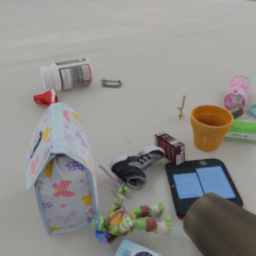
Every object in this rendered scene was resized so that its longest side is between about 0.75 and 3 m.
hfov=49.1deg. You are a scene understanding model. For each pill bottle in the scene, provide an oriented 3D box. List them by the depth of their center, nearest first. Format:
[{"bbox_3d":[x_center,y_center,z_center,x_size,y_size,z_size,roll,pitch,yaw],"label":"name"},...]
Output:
[{"bbox_3d":[-3.077,-2.639,14.012,2.418,1.377,1.377,-15,38,-20],"label":"pill bottle"}]

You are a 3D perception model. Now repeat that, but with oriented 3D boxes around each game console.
[{"bbox_3d":[2.269,1.782,8.668,1.966,0.345,2.223,-2,35,-3],"label":"game console"}]

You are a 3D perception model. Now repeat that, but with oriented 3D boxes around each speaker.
[{"bbox_3d":[4.262,0.060,10.756,1.740,0.770,0.770,7,36,10],"label":"speaker"}]

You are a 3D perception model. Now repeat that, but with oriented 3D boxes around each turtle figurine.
[{"bbox_3d":[0.135,2.024,7.154,1.931,1.991,1.433,10,-12,-18],"label":"turtle figurine"}]

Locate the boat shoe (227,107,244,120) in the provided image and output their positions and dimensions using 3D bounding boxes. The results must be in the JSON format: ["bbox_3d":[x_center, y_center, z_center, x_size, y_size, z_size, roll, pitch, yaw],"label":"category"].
[{"bbox_3d":[4.319,-0.518,11.913,1.284,0.478,0.471,-20,14,-19],"label":"boat shoe"}]

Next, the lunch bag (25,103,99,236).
[{"bbox_3d":[-1.816,1.000,7.608,1.799,2.830,2.400,-8,37,-12],"label":"lunch bag"}]

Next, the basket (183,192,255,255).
[{"bbox_3d":[2.528,2.650,6.489,2.038,1.537,2.260,-31,41,-21],"label":"basket"}]

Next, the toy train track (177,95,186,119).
[{"bbox_3d":[2.163,-0.847,11.562,0.199,1.224,0.702,-5,45,-8],"label":"toy train track"}]

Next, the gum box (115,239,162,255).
[{"bbox_3d":[0.266,3.381,6.426,1.414,0.315,1.201,15,38,21],"label":"gum box"}]

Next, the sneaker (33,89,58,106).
[{"bbox_3d":[-3.713,-1.142,12.658,1.057,0.717,1.829,-16,25,-8],"label":"sneaker"}]

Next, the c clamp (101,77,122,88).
[{"bbox_3d":[-0.890,-2.412,14.746,1.221,0.165,1.043,8,36,12],"label":"c clamp"}]

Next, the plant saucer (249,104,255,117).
[{"bbox_3d":[5.992,-0.657,12.254,1.339,0.183,1.339,0,36,0],"label":"plant saucer"}]

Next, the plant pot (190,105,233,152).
[{"bbox_3d":[2.930,0.089,10.197,1.452,1.329,1.452,0,36,0],"label":"plant pot"}]

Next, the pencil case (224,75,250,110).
[{"bbox_3d":[5.069,-1.652,12.996,0.993,0.993,2.271,16,37,21],"label":"pencil case"}]

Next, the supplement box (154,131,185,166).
[{"bbox_3d":[1.416,0.677,9.688,0.399,0.714,1.311,-17,27,-22],"label":"supplement box"}]

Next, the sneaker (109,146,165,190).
[{"bbox_3d":[0.473,1.325,9.034,2.017,0.761,1.148,-13,46,-24],"label":"sneaker"}]
